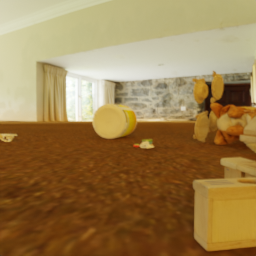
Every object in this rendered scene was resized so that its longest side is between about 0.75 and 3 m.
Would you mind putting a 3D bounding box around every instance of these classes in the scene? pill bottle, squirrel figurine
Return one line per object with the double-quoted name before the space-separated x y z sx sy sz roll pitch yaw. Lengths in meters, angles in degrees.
"pill bottle" -0.513 -0.338 13.658 1.588 1.588 2.907 1 2 16
"squirrel figurine" 4.306 -0.197 9.780 2.159 1.528 2.015 11 -16 -31

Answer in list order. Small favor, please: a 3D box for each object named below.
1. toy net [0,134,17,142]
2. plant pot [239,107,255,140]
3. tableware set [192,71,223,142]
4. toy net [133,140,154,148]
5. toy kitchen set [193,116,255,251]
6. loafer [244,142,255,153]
"toy net" -5.443 0.420 11.280 1.864 0.360 0.978 1 0 -11
"plant pot" 4.894 -0.213 12.670 2.016 1.431 2.016 1 2 0
"tableware set" 3.184 -0.849 11.134 0.326 2.810 2.348 7 12 42
"toy net" 0.506 0.522 9.207 0.653 0.240 1.244 0 0 1
"toy kitchen set" 1.102 0.423 3.002 1.212 1.096 1.343 -1 3 -11
"loafer" 4.060 0.168 7.316 1.958 0.669 0.741 -25 10 41
